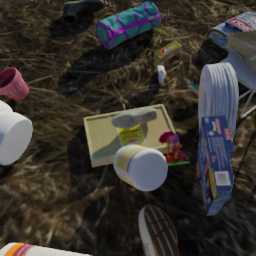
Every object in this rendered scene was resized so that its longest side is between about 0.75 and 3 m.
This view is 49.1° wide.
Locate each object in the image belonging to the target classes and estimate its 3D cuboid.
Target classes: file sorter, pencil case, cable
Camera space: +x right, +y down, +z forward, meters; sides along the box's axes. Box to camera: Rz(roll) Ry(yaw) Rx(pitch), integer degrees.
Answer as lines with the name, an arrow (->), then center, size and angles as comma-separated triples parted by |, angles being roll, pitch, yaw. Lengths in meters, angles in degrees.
file sorter -> 4.048, -1.104, 8.417 | 1.708, 1.533, 2.461 | -33, 60, -22
pencil case -> 0.051, -4.031, 10.892 | 2.581, 1.098, 1.193 | -32, 29, -21
cable -> 2.380, -0.662, 7.669 | 0.759, 2.192, 2.192 | 0, 42, 7

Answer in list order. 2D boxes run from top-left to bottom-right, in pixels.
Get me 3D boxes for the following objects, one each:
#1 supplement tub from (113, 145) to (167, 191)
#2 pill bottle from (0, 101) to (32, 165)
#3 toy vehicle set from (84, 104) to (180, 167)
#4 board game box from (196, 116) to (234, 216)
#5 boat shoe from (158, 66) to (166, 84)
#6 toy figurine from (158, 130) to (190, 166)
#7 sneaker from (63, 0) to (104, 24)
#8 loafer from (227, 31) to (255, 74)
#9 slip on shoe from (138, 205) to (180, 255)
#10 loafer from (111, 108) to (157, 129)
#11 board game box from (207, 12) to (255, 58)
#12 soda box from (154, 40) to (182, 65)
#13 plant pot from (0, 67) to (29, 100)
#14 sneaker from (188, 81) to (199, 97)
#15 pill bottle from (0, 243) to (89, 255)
supplement tub -> 0.245, 0.932, 6.875 | 0.977, 1.343, 0.977 | -1, 93, -23
pill bottle -> -4.180, -0.190, 7.521 | 2.844, 1.612, 1.612 | 24, 56, 9
toy vehicle set -> 0.053, 0.170, 8.200 | 2.517, 0.334, 1.564 | -10, 53, -7
board game box -> 2.026, 1.002, 6.609 | 0.575, 1.862, 1.863 | -3, 56, 5
boat shoe -> 1.202, -1.891, 9.783 | 0.279, 0.314, 0.852 | -4, 54, 2
toy figurine -> 1.133, 0.513, 7.306 | 0.755, 1.005, 0.925 | -3, 82, -33
sneaker -> -1.890, -4.940, 11.955 | 1.771, 0.662, 0.941 | -8, 57, 6
loafer -> 3.609, -1.981, 7.639 | 1.023, 0.923, 2.704 | -11, 34, -12
slip on shoe -> 0.689, 2.780, 5.950 | 0.935, 0.745, 2.459 | 17, 30, -31
loafer -> 0.161, -0.294, 8.036 | 1.380, 0.483, 0.482 | -10, 20, -18
board game box -> 4.496, -3.281, 10.485 | 2.796, 0.863, 2.797 | -29, 58, -21
soda box -> 1.359, -2.594, 9.620 | 0.989, 0.316, 0.335 | -35, 65, -18
plant pot -> -3.647, -1.326, 8.903 | 0.889, 0.796, 0.889 | -12, 55, 18
sneaker -> 2.322, -1.205, 9.077 | 0.758, 0.271, 0.303 | 41, 95, -3
pill bottle -> -1.146, 3.131, 5.217 | 2.741, 1.502, 1.502 | 7, 53, 6
